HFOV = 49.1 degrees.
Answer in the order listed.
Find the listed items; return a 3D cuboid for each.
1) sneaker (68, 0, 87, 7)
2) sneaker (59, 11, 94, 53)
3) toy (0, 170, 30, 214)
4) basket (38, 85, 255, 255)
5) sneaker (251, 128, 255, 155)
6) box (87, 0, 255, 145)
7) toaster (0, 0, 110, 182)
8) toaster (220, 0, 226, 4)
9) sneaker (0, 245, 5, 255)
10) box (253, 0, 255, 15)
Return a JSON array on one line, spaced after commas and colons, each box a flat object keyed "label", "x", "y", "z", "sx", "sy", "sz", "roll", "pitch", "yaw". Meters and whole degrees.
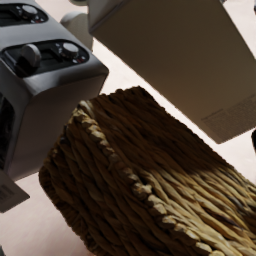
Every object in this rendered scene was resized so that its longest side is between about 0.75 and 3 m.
[{"label": "sneaker", "x": -0.823, "y": -4.329, "z": 6.689, "sx": 0.959, "sy": 1.361, "sz": 2.563, "roll": 13, "pitch": 70, "yaw": 0}, {"label": "sneaker", "x": -1.483, "y": -1.041, "z": 4.977, "sx": 1.356, "sy": 2.347, "sz": 0.865, "roll": 34, "pitch": 28, "yaw": 25}, {"label": "toy", "x": -2.454, "y": 0.007, "z": 3.190, "sx": 1.584, "sy": 2.751, "sz": 0.649, "roll": -31, "pitch": 17, "yaw": 27}, {"label": "basket", "x": 0.163, "y": 0.970, "z": 2.795, "sx": 2.301, "sy": 1.714, "sz": 1.642, "roll": 42, "pitch": 28, "yaw": 7}, {"label": "sneaker", "x": 1.958, "y": 0.502, "z": 2.502, "sx": 0.966, "sy": 0.680, "sz": 1.819, "roll": -28, "pitch": 62, "yaw": -33}, {"label": "box", "x": 0.911, "y": -0.941, "z": 3.715, "sx": 1.220, "sy": 2.970, "sz": 1.016, "roll": -31, "pitch": 46, "yaw": 26}, {"label": "toaster", "x": -1.548, "y": -0.494, "z": 3.903, "sx": 1.926, "sy": 2.130, "sz": 1.264, "roll": 45, "pitch": 39, "yaw": 18}, {"label": "toaster", "x": 0.677, "y": -2.904, "z": 5.774, "sx": 2.410, "sy": 1.582, "sz": 2.665, "roll": -47, "pitch": 51, "yaw": 0}, {"label": "sneaker", "x": -1.731, "y": 0.818, "z": 1.860, "sx": 0.754, "sy": 1.973, "sz": 1.130, "roll": -18, "pitch": 29, "yaw": 22}, {"label": "box", "x": 3.428, "y": -1.938, "z": 6.177, "sx": 0.403, "sy": 2.322, "sz": 1.278, "roll": -17, "pitch": 33, "yaw": 39}]
